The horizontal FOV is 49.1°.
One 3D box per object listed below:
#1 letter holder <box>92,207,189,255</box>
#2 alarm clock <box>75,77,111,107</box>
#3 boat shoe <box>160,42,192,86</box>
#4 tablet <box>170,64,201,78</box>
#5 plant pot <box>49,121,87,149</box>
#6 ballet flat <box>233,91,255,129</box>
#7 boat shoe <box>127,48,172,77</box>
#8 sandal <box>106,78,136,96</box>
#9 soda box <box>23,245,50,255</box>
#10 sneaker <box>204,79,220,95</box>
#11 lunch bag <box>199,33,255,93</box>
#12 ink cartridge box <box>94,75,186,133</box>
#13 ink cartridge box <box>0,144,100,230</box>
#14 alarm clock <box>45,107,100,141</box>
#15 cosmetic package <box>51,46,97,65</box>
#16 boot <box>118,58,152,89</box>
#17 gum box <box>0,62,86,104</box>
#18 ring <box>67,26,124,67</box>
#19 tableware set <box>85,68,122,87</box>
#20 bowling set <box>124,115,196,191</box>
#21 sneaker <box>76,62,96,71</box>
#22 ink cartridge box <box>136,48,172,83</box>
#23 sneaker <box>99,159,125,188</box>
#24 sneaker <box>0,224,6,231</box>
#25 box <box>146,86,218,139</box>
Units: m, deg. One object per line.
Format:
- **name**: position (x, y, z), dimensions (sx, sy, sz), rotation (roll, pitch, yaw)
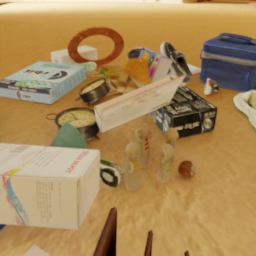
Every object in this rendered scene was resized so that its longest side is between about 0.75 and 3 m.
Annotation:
- **letter holder**: position (0.074, 2.247, 3.043), dimensions (1.177, 1.664, 2.341), rotation (6, 31, 10)
- **alarm clock**: position (-1.079, -1.391, 9.977), dimensions (1.106, 0.546, 1.639), rotation (-5, 36, 42)
- **boat shoe**: position (1.989, -2.768, 11.393), dimensions (0.778, 0.735, 2.168), rotation (-1, 61, -31)
- **tablet**: position (2.026, -2.981, 13.399), dimensions (1.727, 0.181, 2.654), rotation (-17, 34, -27)
- **plant pot**: position (-1.438, 0.515, 6.753), dimensions (0.758, 1.126, 1.126), rotation (30, 31, -6)
- **ballet flat**: position (4.117, -0.716, 8.922), dimensions (0.900, 0.900, 2.507), rotation (-1, 30, -1)
- **boat shoe**: position (0.789, -2.984, 12.513), dimensions (0.921, 0.972, 2.781), rotation (3, 27, -47)
- **sandal**: position (-0.597, -1.590, 10.606), dimensions (1.824, 0.600, 0.669), rotation (0, 30, -1)
- **soda box**: position (-1.149, 2.287, 4.255), dimensions (1.154, 0.367, 0.393), rotation (18, 35, 27)
- **sneaker**: position (3.223, -1.577, 10.622), dimensions (0.544, 0.512, 1.328), rotation (14, 28, 13)
- **lunch bag**: position (4.308, -2.809, 11.363), dimensions (2.899, 1.918, 1.970), rotation (20, 35, 29)
- **ink cartridge box**: position (0.209, -0.708, 6.974), dimensions (2.110, 1.859, 0.472), rotation (-23, 76, -12)
- **ink cartridge box**: position (-1.846, 1.024, 5.396), dimensions (2.342, 1.003, 1.729), rotation (4, 13, 5)
- **alarm clock**: position (-1.612, -0.129, 8.108), dimensions (1.862, 0.620, 1.256), rotation (18, 35, 22)
- **cosmetic package**: position (-2.574, -3.417, 13.587), dimensions (2.013, 0.745, 1.023), rotation (-26, 39, -35)
- **boot**: position (0.623, -2.064, 10.777), dimensions (1.862, 0.655, 1.333), rotation (16, 65, 17)
- **gum box**: position (-3.303, -1.874, 11.085), dimensions (2.289, 0.600, 2.694), rotation (10, 31, 17)
- **ring**: position (-1.402, -3.468, 12.383), dimensions (2.528, 2.528, 0.243), rotation (-8, 66, -13)
- **tableware set**: position (-0.939, -2.127, 11.871), dimensions (1.333, 0.304, 1.979), rotation (-14, 32, -30)
- **bowling set**: position (0.840, 0.478, 6.514), dimensions (1.536, 1.185, 2.207), rotation (6, 31, 10)
- **sneaker**: position (-2.016, -2.697, 12.670), dimensions (1.104, 0.406, 0.651), rotation (-3, 24, 14)
- **ink cartridge box**: position (0.896, -2.558, 11.595), dimensions (0.660, 1.179, 1.728), rotation (10, 21, -34)
- **sneaker**: position (-0.539, 0.939, 6.578), dimensions (1.289, 0.496, 0.571), rotation (30, 26, 35)
- **sneaker**: position (-2.709, 1.842, 4.984), dimensions (0.441, 0.397, 1.133), rotation (24, 38, 26)
- **box**: position (1.553, -0.527, 8.610), dimensions (1.495, 0.786, 1.825), rotation (-11, 32, -19)
